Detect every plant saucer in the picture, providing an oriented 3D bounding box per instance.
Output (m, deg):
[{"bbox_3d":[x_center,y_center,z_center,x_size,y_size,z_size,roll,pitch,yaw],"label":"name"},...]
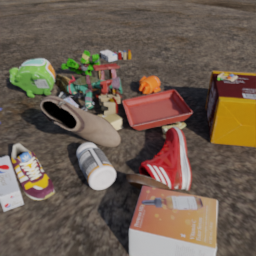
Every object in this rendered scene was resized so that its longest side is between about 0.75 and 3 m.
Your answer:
[{"bbox_3d":[0.536,1.660,8.104,1.338,1.338,0.230,13,69,19],"label":"plant saucer"},{"bbox_3d":[1.148,-0.737,11.902,2.507,0.460,2.502,-12,30,-3],"label":"plant saucer"}]

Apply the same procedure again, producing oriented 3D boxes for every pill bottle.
[{"bbox_3d":[-1.076,1.178,8.961,0.894,0.894,1.536,-15,36,-21],"label":"pill bottle"}]

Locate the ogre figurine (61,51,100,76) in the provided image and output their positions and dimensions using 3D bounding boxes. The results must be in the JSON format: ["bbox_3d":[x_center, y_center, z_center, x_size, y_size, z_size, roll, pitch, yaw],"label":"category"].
[{"bbox_3d":[-2.475,-3.482,15.531,2.173,1.303,1.066,-32,72,11],"label":"ogre figurine"}]

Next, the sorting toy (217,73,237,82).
[{"bbox_3d":[3.872,-1.991,11.069,0.624,0.124,0.844,26,41,33],"label":"sorting toy"}]

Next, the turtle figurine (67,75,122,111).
[{"bbox_3d":[-1.676,-1.684,12.543,2.758,1.388,2.064,-11,33,1],"label":"turtle figurine"}]

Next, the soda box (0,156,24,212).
[{"bbox_3d":[-3.703,1.638,8.517,0.573,0.613,1.799,-18,37,-25],"label":"soda box"}]

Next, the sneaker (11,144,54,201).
[{"bbox_3d":[-3.049,1.325,8.644,0.826,0.993,2.203,-27,42,-35],"label":"sneaker"}]

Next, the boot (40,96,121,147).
[{"bbox_3d":[-1.606,-0.115,9.463,2.922,1.026,2.137,27,1,0],"label":"boot"}]

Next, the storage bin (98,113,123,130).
[{"bbox_3d":[-0.866,-0.231,11.528,0.930,0.436,0.924,-24,39,-31],"label":"storage bin"}]

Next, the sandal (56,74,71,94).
[{"bbox_3d":[-3.284,-2.309,14.554,0.514,0.764,1.903,4,22,-34],"label":"sandal"}]

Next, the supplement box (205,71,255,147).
[{"bbox_3d":[4.674,-0.813,11.091,2.754,1.854,2.792,5,34,8],"label":"supplement box"}]

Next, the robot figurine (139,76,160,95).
[{"bbox_3d":[1.092,-2.181,14.160,0.953,0.773,1.325,6,28,40],"label":"robot figurine"}]

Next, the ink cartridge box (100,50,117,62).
[{"bbox_3d":[-1.304,-4.716,18.357,0.667,0.390,1.149,-21,39,-28],"label":"ink cartridge box"}]

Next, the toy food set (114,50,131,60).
[{"bbox_3d":[-0.465,-4.870,18.404,1.325,0.596,0.633,23,40,31],"label":"toy food set"}]

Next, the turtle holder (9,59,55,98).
[{"bbox_3d":[-4.557,-2.458,13.566,2.191,1.665,1.556,-17,49,32],"label":"turtle holder"}]

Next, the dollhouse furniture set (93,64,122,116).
[{"bbox_3d":[-0.770,-1.824,12.543,1.188,1.572,2.922,-8,25,-11],"label":"dollhouse furniture set"}]

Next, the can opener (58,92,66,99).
[{"bbox_3d":[-3.234,-1.357,13.100,0.259,0.205,0.780,40,85,7],"label":"can opener"}]

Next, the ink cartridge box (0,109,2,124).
[{"bbox_3d":[-6.216,0.158,10.778,1.775,0.624,2.975,1,37,2],"label":"ink cartridge box"}]

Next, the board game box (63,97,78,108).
[{"bbox_3d":[-2.898,-1.000,12.824,0.918,0.189,0.920,-24,42,-24],"label":"board game box"}]

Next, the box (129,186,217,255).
[{"bbox_3d":[1.121,2.449,6.906,1.943,1.033,1.479,8,34,12],"label":"box"}]

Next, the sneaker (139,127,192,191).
[{"bbox_3d":[1.107,0.884,9.241,1.538,1.043,2.663,0,35,-2],"label":"sneaker"}]

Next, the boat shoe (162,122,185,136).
[{"bbox_3d":[1.819,-0.049,11.145,1.184,0.372,0.432,-22,2,-31],"label":"boat shoe"}]
